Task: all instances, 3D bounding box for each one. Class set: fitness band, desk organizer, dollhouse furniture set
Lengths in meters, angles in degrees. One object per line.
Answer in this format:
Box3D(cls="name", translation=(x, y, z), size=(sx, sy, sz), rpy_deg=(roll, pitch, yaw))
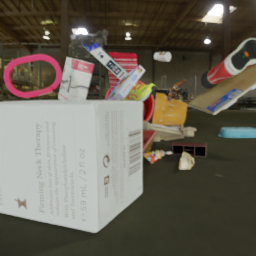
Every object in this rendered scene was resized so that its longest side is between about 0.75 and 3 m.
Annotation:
Box3D(cls="fitness band", translation=(-3.496, -1.913, 10.362), size=(2.036, 1.463, 0.381), rpy_deg=(-14, 13, -9))
Box3D(cls="desk organizer", translation=(1.887, 0.675, 8.667), size=(1.044, 0.374, 0.402), rpy_deg=(1, 8, 15))
Box3D(cls="dollhouse furniture set", translation=(0.594, -0.395, 10.288), size=(2.461, 1.409, 2.885), rpy_deg=(10, -12, -28))

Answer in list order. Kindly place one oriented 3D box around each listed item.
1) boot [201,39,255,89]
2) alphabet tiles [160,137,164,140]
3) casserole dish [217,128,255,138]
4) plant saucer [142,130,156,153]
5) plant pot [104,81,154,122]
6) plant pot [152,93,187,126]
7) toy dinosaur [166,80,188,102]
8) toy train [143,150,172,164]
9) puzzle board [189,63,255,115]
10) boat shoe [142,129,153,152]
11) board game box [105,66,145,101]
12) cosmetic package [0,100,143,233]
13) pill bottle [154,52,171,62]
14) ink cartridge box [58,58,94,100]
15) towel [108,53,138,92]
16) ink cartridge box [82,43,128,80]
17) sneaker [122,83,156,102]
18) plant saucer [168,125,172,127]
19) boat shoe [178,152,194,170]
Box3D(cls="boot", translation=(3.668, -2.242, 10.041), size=(2.415, 0.874, 1.742), rpy_deg=(-32, -1, -32))
Box3D(cls="alphabet tiles", translation=(1.139, 0.409, 12.821), size=(1.293, 0.058, 1.546), rpy_deg=(-4, 8, -33))
Box3D(cls="casserole dish", translation=(5.238, 0.213, 13.189), size=(2.008, 0.389, 1.216), rpy_deg=(-1, 6, 2))
Box3D(cls="plant saucer", translation=(-0.774, 0.566, 7.934), size=(2.796, 0.514, 2.801), rpy_deg=(2, 13, 15))
Box3D(cls="plant pot", translation=(0.117, -1.200, 16.673), size=(2.878, 2.878, 2.546), rpy_deg=(0, -5, 3))
Box3D(cls="plant pot", translation=(2.537, -0.988, 17.232), size=(1.910, 2.086, 2.086), rpy_deg=(8, 6, 4))
Box3D(cls="toy dinosaur", translation=(2.327, -1.749, 13.247), size=(0.868, 1.279, 0.653), rpy_deg=(33, 13, 30))
Box3D(cls="toy train", translation=(0.788, 0.832, 7.859), size=(0.869, 0.242, 0.653), rpy_deg=(-8, 11, -36))
Box3D(cls="puzzle board", translation=(3.754, -1.466, 9.954), size=(2.902, 0.252, 2.187), rpy_deg=(-36, 16, 0))
Box3D(cls="boat shoe", translation=(-0.194, 0.360, 9.419), size=(2.092, 0.711, 0.753), rpy_deg=(5, -18, 26))
Box3D(cls="board game box", translation=(-0.177, -1.554, 10.624), size=(0.302, 1.466, 1.463), rpy_deg=(42, -25, -15))
Box3D(cls="cosmetic package", translation=(-0.979, 0.404, 4.572), size=(2.042, 1.708, 1.698), rpy_deg=(2, 7, 24))
Box3D(cls="pill bottle", translation=(1.768, -3.701, 14.570), size=(0.818, 0.468, 0.468), rpy_deg=(15, 14, 40))
Box3D(cls="ink cartridge box", translation=(-2.535, -2.168, 13.368), size=(0.901, 2.125, 1.548), rpy_deg=(6, 13, -33))
Box3D(cls="towel", translation=(-0.244, -2.710, 14.286), size=(1.616, 2.234, 0.251), rpy_deg=(7, 31, 21))
Box3D(cls="ink cartridge box", translation=(-0.890, -2.841, 11.762), size=(2.378, 0.466, 1.183), rpy_deg=(38, 12, -26))
Box3D(cls="sneaker", translation=(0.314, -1.769, 13.393), size=(0.983, 1.136, 2.516), rpy_deg=(-40, 16, -33))
Box3D(cls="plant saucer", translation=(2.889, -0.196, 17.843), size=(0.920, 0.168, 0.920), rpy_deg=(-3, 13, 1))
Box3D(cls="boat shoe", translation=(1.494, 0.864, 7.081), size=(0.339, 0.361, 0.979), rpy_deg=(10, 13, 15))
